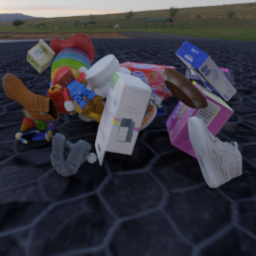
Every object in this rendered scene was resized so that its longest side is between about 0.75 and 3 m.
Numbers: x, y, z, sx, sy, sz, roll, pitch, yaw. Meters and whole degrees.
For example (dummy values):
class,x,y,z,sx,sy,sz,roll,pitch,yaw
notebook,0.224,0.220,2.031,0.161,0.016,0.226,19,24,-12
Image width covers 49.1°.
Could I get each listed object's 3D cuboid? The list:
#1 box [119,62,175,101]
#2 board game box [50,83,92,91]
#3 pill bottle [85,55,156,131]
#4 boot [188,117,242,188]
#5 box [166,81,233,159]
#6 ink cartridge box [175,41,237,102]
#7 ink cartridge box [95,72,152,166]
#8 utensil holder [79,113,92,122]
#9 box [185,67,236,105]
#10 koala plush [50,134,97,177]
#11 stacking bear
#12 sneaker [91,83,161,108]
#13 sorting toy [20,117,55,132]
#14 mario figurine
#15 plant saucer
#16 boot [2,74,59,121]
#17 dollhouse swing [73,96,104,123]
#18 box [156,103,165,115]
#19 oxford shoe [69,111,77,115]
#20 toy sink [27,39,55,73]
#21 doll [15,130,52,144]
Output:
class,x,y,z,sx,sy,sz,roll,pitch,yaw
box,0.825,-2.458,14.397,2.912,1.452,1.390,14,26,29
board game box,-2.593,-1.745,13.855,2.237,0.541,2.958,-7,23,-17
pill bottle,-0.233,-1.103,9.361,1.427,2.452,1.427,-30,30,19
boot,2.022,0.449,6.410,0.897,1.877,0.690,-23,24,-2
box,2.054,-0.316,8.541,0.931,1.693,1.925,30,19,-7
ink cartridge box,2.371,-1.621,8.339,2.209,0.488,1.038,27,19,-46
ink cartridge box,-0.226,-0.210,8.004,0.815,2.420,1.417,11,21,-19
utensil holder,-1.563,-0.758,10.992,0.697,0.697,0.820,0,47,0
box,3.560,-2.003,12.490,1.992,1.143,1.316,10,46,0
koala plush,-1.452,0.733,7.631,1.017,1.054,1.147,16,5,15
stacking bear,-2.114,-1.749,9.961,1.621,1.518,2.670,-4,60,20
sneaker,-0.310,-1.188,11.066,2.899,1.674,1.171,18,26,-25
sorting toy,-3.276,0.004,9.934,1.454,0.504,0.501,9,47,25
mario figurine,-1.504,-1.138,8.320,1.074,0.922,1.739,-28,65,-38
plant saucer,1.328,-0.887,6.830,0.254,1.391,1.391,-48,32,0
boot,-2.991,-0.895,8.709,1.374,1.770,0.679,8,41,33
dollhouse swing,-1.012,-0.726,9.376,1.116,1.154,1.270,1,-15,28
box,0.973,-0.957,12.332,1.037,0.277,1.711,-3,24,-7
oxford shoe,-1.814,-0.819,10.350,0.274,0.357,0.949,1,35,47
toy sink,-3.308,-2.654,10.511,0.631,0.734,1.126,-49,13,-24
doll,-3.112,0.277,9.185,1.210,0.293,0.826,-3,24,11
